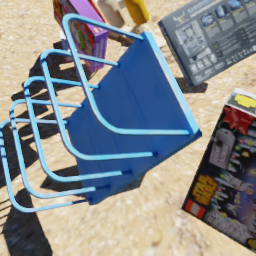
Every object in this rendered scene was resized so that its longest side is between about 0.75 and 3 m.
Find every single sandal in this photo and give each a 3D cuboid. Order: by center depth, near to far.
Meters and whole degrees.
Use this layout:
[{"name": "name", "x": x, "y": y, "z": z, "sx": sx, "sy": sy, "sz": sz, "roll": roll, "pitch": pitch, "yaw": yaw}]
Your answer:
[{"name": "sandal", "x": 0.275, "y": -3.720, "z": 10.580, "sx": 2.403, "sy": 0.790, "sz": 0.881, "roll": 21, "pitch": 57, "yaw": 15}]

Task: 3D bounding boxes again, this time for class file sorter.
[{"name": "file sorter", "x": -0.752, "y": -0.034, "z": 4.609, "sx": 1.761, "sy": 2.871, "sz": 1.992, "roll": 2, "pitch": 58, "yaw": -42}]

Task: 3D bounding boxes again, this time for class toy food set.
[{"name": "toy food set", "x": -0.699, "y": -3.527, "z": 7.235, "sx": 1.245, "sy": 1.174, "sz": 2.609, "roll": -39, "pitch": 62, "yaw": 4}]

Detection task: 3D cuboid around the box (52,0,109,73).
[{"name": "box", "x": -1.114, "y": -2.334, "z": 6.265, "sx": 0.364, "sy": 1.272, "sz": 1.859, "roll": -29, "pitch": 74, "yaw": -20}]

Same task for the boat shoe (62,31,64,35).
[{"name": "boat shoe", "x": -1.716, "y": -3.629, "z": 9.063, "sx": 0.724, "sy": 0.772, "sz": 2.144, "roll": 0, "pitch": 56, "yaw": 20}]

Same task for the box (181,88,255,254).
[{"name": "box", "x": 1.889, "y": 0.835, "z": 4.130, "sx": 1.702, "sy": 2.486, "sz": 0.496, "roll": 28, "pitch": 46, "yaw": 21}]

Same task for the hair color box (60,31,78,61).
[{"name": "hair color box", "x": -2.076, "y": -3.087, "z": 10.365, "sx": 0.710, "sy": 0.421, "sz": 1.299, "roll": -12, "pitch": 53, "yaw": -9}]

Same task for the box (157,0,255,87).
[{"name": "box", "x": 1.792, "y": -1.961, "z": 5.680, "sx": 1.933, "sy": 0.493, "sz": 1.525, "roll": -30, "pitch": 102, "yaw": 3}]

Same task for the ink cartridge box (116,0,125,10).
[{"name": "ink cartridge box", "x": 0.044, "y": -4.149, "z": 8.454, "sx": 1.585, "sy": 0.912, "sz": 0.538, "roll": -30, "pitch": 97, "yaw": -1}]
